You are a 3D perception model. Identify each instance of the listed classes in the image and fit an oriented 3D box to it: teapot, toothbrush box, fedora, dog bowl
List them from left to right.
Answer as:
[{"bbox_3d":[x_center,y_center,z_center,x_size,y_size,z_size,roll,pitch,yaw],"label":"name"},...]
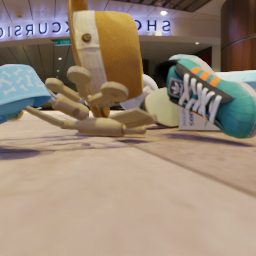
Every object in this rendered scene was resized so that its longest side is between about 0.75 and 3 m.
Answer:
[{"bbox_3d":[-1.653,-0.274,3.254,1.613,0.400,0.899,-20,2,28],"label":"dog bowl"},{"bbox_3d":[-0.330,-1.478,5.899,1.224,3.001,3.001,-12,4,3],"label":"fedora"},{"bbox_3d":[0.336,-1.257,9.614,1.463,1.483,1.083,-11,25,12],"label":"teapot"},{"bbox_3d":[2.577,-0.682,6.371,2.545,1.085,1.863,2,17,25],"label":"toothbrush box"}]

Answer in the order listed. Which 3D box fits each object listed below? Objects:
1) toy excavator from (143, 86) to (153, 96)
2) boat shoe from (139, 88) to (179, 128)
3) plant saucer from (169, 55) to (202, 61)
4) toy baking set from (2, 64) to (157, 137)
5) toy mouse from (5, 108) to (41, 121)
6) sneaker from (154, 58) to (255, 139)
[{"bbox_3d":[0.942,-0.784,8.938,0.983,1.010,0.505,4,-25,-40],"label":"toy excavator"},{"bbox_3d":[1.105,-0.529,7.623,0.869,0.989,2.777,-11,1,39],"label":"boat shoe"},{"bbox_3d":[1.547,-1.794,7.389,0.991,0.191,0.991,8,8,-1],"label":"plant saucer"},{"bbox_3d":[-0.861,-0.381,4.375,2.571,0.299,1.973,2,-25,21],"label":"toy baking set"},{"bbox_3d":[-5.016,-0.521,10.602,2.680,0.519,2.382,0,4,4],"label":"toy mouse"},{"bbox_3d":[1.122,-0.533,4.518,0.920,0.821,2.302,-1,29,-18],"label":"sneaker"}]
